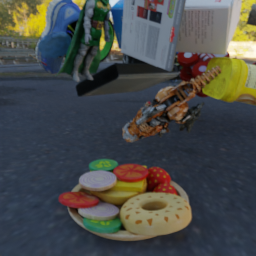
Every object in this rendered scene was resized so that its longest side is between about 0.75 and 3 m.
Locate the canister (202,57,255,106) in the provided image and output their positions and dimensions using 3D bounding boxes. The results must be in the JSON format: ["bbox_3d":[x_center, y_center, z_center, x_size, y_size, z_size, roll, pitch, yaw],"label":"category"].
[{"bbox_3d":[2.941,-0.927,6.288,2.092,0.905,1.553,11,14,-6],"label":"canister"}]

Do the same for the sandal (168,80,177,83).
[{"bbox_3d":[2.142,-2.504,13.287,0.476,0.435,1.094,34,51,-12],"label":"sandal"}]

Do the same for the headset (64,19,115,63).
[{"bbox_3d":[-1.344,-2.969,9.858,1.349,1.774,2.872,29,35,27],"label":"headset"}]

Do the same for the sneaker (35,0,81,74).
[{"bbox_3d":[-1.874,-2.417,7.990,1.098,2.463,0.968,38,47,4],"label":"sneaker"}]

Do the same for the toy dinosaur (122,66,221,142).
[{"bbox_3d":[0.857,-0.363,5.391,2.093,1.069,1.421,-16,-4,27],"label":"toy dinosaur"}]

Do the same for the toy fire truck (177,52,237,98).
[{"bbox_3d":[2.973,-2.296,10.307,1.852,1.237,2.206,-33,56,-3],"label":"toy fire truck"}]

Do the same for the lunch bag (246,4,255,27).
[{"bbox_3d":[4.762,-4.084,10.051,0.791,0.567,0.964,21,-5,16],"label":"lunch bag"}]

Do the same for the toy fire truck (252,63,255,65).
[{"bbox_3d":[4.833,-2.162,9.852,2.769,0.675,1.953,-27,-4,17],"label":"toy fire truck"}]

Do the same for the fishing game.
[{"bbox_3d":[-1.791,-2.027,6.814,1.247,0.194,0.893,-32,-22,16],"label":"fishing game"}]

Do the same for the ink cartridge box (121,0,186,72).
[{"bbox_3d":[0.606,-2.167,5.819,1.388,1.581,0.663,30,46,25],"label":"ink cartridge box"}]

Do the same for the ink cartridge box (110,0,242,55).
[{"bbox_3d":[1.287,-2.887,7.099,2.803,1.182,2.046,11,46,23],"label":"ink cartridge box"}]

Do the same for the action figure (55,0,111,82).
[{"bbox_3d":[-0.861,-2.223,6.638,0.631,2.308,1.363,36,34,23],"label":"action figure"}]

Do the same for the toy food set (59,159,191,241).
[{"bbox_3d":[-0.040,1.338,5.581,2.460,0.605,2.486,2,18,8],"label":"toy food set"}]

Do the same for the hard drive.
[{"bbox_3d":[0.011,-1.571,9.122,2.873,0.472,2.005,-12,-2,-45],"label":"hard drive"}]

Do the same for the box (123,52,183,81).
[{"bbox_3d":[1.282,-3.190,12.169,2.697,1.676,2.003,-6,37,-11],"label":"box"}]
